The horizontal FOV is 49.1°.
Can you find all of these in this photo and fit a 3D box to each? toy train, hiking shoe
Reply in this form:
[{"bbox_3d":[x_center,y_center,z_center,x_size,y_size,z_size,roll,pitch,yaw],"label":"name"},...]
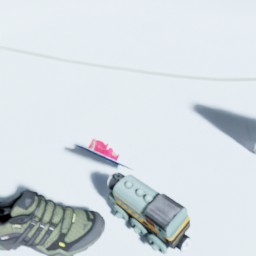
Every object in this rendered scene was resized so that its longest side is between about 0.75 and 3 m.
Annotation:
[{"bbox_3d":[0.401,1.780,6.184,0.947,1.266,2.221,-37,45,-27],"label":"toy train"},{"bbox_3d":[-1.880,2.000,5.990,2.754,1.386,1.043,-1,40,-2],"label":"hiking shoe"}]

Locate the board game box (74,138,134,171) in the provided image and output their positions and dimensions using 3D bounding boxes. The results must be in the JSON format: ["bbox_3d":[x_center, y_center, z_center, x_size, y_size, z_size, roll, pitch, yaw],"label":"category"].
[{"bbox_3d":[-0.592,0.610,7.375,1.480,1.873,0.365,27,81,-17],"label":"board game box"}]

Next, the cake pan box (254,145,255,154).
[{"bbox_3d":[4.994,-0.022,7.426,2.463,2.674,0.700,15,43,19],"label":"cake pan box"}]
